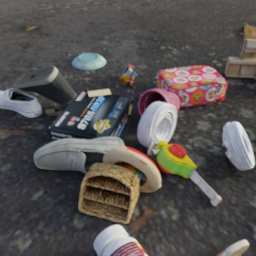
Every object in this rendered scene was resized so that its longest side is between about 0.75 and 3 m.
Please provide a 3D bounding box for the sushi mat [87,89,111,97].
[{"bbox_3d":[-1.215,-1.472,11.822,0.964,0.058,0.461,-9,36,-13],"label":"sushi mat"}]

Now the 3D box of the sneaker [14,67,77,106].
[{"bbox_3d":[-3.543,-1.611,11.738,2.925,1.554,1.094,7,58,42],"label":"sneaker"}]

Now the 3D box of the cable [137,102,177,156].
[{"bbox_3d":[1.038,-0.059,9.744,0.598,1.727,1.728,22,35,36],"label":"cable"}]

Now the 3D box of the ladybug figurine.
[{"bbox_3d":[0.176,1.192,8.331,1.919,1.302,0.690,35,39,-5],"label":"ladybug figurine"}]

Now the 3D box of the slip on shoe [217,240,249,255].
[{"bbox_3d":[2.201,3.156,6.452,1.613,0.613,0.489,-20,57,-21],"label":"slip on shoe"}]

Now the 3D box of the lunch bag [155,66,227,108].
[{"bbox_3d":[2.772,-2.062,12.826,2.846,1.166,2.507,-8,38,-10],"label":"lunch bag"}]

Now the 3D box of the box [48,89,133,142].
[{"bbox_3d":[-1.304,-0.372,10.995,2.381,0.689,2.995,11,38,14],"label":"box"}]

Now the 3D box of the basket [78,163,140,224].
[{"bbox_3d":[-0.535,1.769,7.839,1.563,1.116,1.165,12,38,15],"label":"basket"}]

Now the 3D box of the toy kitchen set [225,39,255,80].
[{"bbox_3d":[6.165,-3.006,13.495,2.288,1.867,2.064,4,37,5],"label":"toy kitchen set"}]

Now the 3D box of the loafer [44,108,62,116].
[{"bbox_3d":[-3.104,-0.690,11.759,0.851,0.287,0.323,6,38,8],"label":"loafer"}]

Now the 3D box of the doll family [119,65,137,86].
[{"bbox_3d":[-0.099,-2.627,13.919,0.624,0.859,1.384,23,30,-24],"label":"doll family"}]

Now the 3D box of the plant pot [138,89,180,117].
[{"bbox_3d":[1.352,-0.889,11.235,1.463,1.463,1.309,28,29,32],"label":"plant pot"}]

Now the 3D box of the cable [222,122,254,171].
[{"bbox_3d":[3.577,0.561,9.057,0.561,1.622,1.622,-21,38,30],"label":"cable"}]

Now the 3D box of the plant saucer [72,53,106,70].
[{"bbox_3d":[-2.233,-3.861,15.876,1.950,0.375,1.950,0,38,0],"label":"plant saucer"}]

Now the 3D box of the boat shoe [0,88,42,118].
[{"bbox_3d":[-4.851,-1.279,12.030,2.724,0.890,1.002,16,40,20],"label":"boat shoe"}]

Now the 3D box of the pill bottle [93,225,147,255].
[{"bbox_3d":[0.011,3.101,6.188,0.988,0.988,1.803,-21,42,-26],"label":"pill bottle"}]

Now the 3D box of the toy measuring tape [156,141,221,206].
[{"bbox_3d":[1.649,1.311,8.618,0.995,0.995,2.706,-19,48,-23],"label":"toy measuring tape"}]

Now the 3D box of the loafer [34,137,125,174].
[{"bbox_3d":[-1.534,0.934,8.976,2.968,1.038,1.036,-9,37,-3],"label":"loafer"}]
